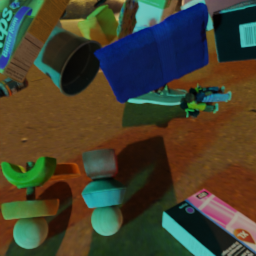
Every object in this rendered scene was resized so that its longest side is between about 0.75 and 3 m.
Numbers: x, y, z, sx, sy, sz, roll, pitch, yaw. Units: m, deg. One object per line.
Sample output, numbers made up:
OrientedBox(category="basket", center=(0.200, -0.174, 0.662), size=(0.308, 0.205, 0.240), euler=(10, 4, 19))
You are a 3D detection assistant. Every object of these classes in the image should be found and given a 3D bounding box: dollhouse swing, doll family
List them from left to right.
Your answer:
OrientedBox(category="dollhouse swing", center=(-0.978, -3.341, 9.229), size=(0.882, 1.003, 0.912), euler=(17, 59, 44))
OrientedBox(category="doll family", center=(1.560, -0.604, 6.087), size=(0.891, 1.542, 0.605), euler=(4, 70, -3))

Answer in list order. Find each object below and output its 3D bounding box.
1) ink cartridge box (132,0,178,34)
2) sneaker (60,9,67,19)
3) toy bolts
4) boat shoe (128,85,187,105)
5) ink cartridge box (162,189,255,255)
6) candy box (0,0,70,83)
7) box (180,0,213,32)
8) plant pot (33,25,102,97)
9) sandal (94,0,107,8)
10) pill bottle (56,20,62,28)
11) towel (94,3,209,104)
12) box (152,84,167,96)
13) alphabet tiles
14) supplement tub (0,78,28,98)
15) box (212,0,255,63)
OrientedBox(category="ink cartridge box", center=(1.039, -4.623, 12.157), size=(1.312, 2.998, 2.179), euler=(23, 36, 12))
OrientedBox(category="sneaker", center=(-2.487, -4.046, 8.993), size=(0.526, 0.589, 1.438), euler=(-28, -16, 14))
OrientedBox(category="toy bolts", center=(-1.178, 1.506, 5.981), size=(2.371, 1.644, 2.265), euler=(-9, -15, 4))
OrientedBox(category="boat shoe", center=(1.271, -1.540, 12.154), size=(2.758, 0.824, 0.986), euler=(3, 26, 6))
OrientedBox(category="ink cartridge box", center=(1.960, 2.181, 5.108), size=(1.254, 0.491, 2.649), euler=(-18, 34, -32))
OrientedBox(category="candy box", center=(-2.208, -2.127, 5.738), size=(1.225, 2.099, 0.593), euler=(32, 1, 26))
OrientedBox(category="box", center=(2.454, -3.955, 10.015), size=(0.682, 1.038, 1.043), euler=(-26, 24, 11))
OrientedBox(category="plant pot", center=(-1.845, -2.011, 7.755), size=(1.647, 1.682, 1.682), euler=(36, 39, 17))
OrientedBox(category="sandal", center=(-0.951, -4.930, 10.500), size=(0.482, 0.307, 1.282), euler=(2, 50, 42))
OrientedBox(category="pill bottle", center=(-3.312, -2.887, 8.309), size=(2.521, 1.424, 1.424), euler=(-9, 26, -38))
OrientedBox(category="towel", center=(0.713, -1.900, 7.377), size=(2.873, 2.122, 0.712), euler=(-25, 58, 1))
OrientedBox(category="box", center=(1.035, -1.641, 8.425), size=(0.517, 1.256, 0.309), euler=(27, 14, -21))
OrientedBox(category="alphabet tiles", center=(-0.045, -3.225, 8.379), size=(0.052, 1.635, 1.361), euler=(2, 62, -21))
OrientedBox(category="supplement tub", center=(-2.816, -0.996, 6.703), size=(0.404, 0.404, 0.755), euler=(21, 47, 37))
OrientedBox(category="box", center=(3.808, -2.777, 7.481), size=(2.260, 1.401, 2.222), euler=(5, 31, 41))
